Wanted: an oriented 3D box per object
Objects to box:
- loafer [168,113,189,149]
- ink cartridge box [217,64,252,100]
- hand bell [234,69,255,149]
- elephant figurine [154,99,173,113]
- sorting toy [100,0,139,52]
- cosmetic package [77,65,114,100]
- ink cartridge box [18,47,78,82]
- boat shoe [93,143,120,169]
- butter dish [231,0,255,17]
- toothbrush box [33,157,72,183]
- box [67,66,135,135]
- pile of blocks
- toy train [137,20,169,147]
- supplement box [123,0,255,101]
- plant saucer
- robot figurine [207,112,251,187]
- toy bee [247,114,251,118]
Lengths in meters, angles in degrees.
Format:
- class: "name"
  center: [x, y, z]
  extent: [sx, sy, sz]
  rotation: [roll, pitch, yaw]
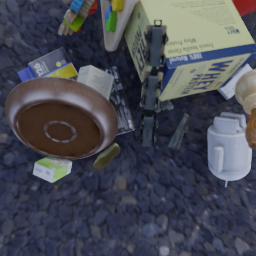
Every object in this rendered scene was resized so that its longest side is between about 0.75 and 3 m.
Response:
- class: "loafer"
  center: [1.519, 0.105, 8.073]
  extent: [0.352, 0.403, 1.120]
  rotation: [22, 113, -2]
- class: "ink cartridge box"
  center: [3.114, -1.701, 8.679]
  extent: [1.189, 0.262, 1.211]
  rotation: [-40, 84, -4]
- class: "hand bell"
  center: [2.872, -0.283, 6.249]
  extent: [1.188, 1.188, 2.281]
  rotation: [30, 44, 4]
- class: "elephant figurine"
  center: [0.980, -0.907, 8.138]
  extent: [0.824, 1.062, 0.751]
  rotation: [33, 77, 0]
- class: "sorting toy"
  center: [-0.358, -3.737, 7.674]
  extent: [0.467, 2.558, 2.368]
  rotation: [-1, 76, -20]
- class: "cosmetic package"
  center: [-1.012, -0.748, 7.460]
  extent: [0.840, 0.568, 1.598]
  rotation: [22, 78, -39]
- class: "ink cartridge box"
  center: [-2.298, -1.400, 8.501]
  extent: [1.588, 0.373, 1.570]
  rotation: [-30, 92, -8]
- class: "boat shoe"
  center: [-0.637, 0.813, 8.150]
  extent: [0.914, 0.288, 0.334]
  rotation: [-44, 117, 1]
- class: "butter dish"
  center: [3.487, -4.767, 8.279]
  extent: [2.779, 2.060, 2.787]
  rotation: [-13, 97, 41]
- class: "toothbrush box"
  center: [-2.107, 1.120, 7.879]
  extent: [0.651, 0.894, 0.385]
  rotation: [20, 104, 17]
- class: "box"
  center: [-0.825, -0.663, 8.223]
  extent: [1.561, 0.493, 1.980]
  rotation: [-17, 89, -9]
- class: "pile of blocks"
  center: [-1.325, -3.359, 8.070]
  extent: [0.627, 2.018, 0.828]
  rotation: [33, 42, -13]
- class: "toy train"
  center: [0.540, -0.921, 6.351]
  extent: [0.499, 0.670, 2.925]
  rotation: [5, 119, 2]
- class: "supplement box"
  center: [1.495, -2.371, 7.554]
  extent: [2.555, 1.715, 2.553]
  rotation: [-14, 71, -16]
- class: "plant saucer"
  center: [-1.710, -0.022, 7.177]
  extent: [2.904, 2.904, 0.466]
  rotation: [4, 48, 1]
- class: "robot figurine"
  center: [2.792, 0.599, 7.746]
  extent: [1.702, 1.134, 2.007]
  rotation: [-25, 117, -39]
- class: "toy bee"
  center: [4.088, -0.585, 7.789]
  extent: [1.652, 0.898, 1.081]
  rotation: [-9, 54, -41]
